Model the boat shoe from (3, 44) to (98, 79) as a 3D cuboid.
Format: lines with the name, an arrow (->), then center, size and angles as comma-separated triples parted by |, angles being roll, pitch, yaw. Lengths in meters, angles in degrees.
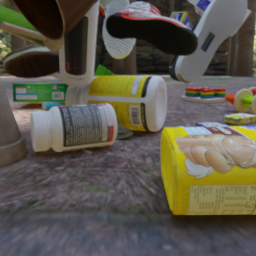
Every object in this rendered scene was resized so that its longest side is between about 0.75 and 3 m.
boat shoe -> -2.365, -2.272, 8.443 | 2.796, 1.032, 1.034 | -18, 62, -28

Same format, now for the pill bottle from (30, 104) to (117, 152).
pill bottle -> -1.266, -0.005, 6.487 | 1.821, 1.037, 1.037 | -6, 14, -25

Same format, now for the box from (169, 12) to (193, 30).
box -> 2.088, -3.421, 10.450 | 0.594, 0.647, 1.848 | 14, -17, 35

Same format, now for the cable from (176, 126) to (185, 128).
cable -> 1.782, 0.076, 8.014 | 0.812, 0.204, 0.395 | 2, 13, 10

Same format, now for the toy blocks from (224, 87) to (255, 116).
toy blocks -> 5.166, -1.212, 11.909 | 2.241, 0.977, 2.689 | -4, 14, -19

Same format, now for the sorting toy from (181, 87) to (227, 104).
sorting toy -> 4.267, -1.844, 15.277 | 1.957, 0.685, 1.969 | -9, 15, -34

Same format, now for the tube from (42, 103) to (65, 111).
tube -> -3.124, -0.983, 12.418 | 0.533, 0.347, 1.375 | 4, 9, 44

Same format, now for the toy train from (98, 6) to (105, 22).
toy train -> -0.965, -4.961, 11.868 | 0.559, 1.320, 0.764 | -24, 1, -15

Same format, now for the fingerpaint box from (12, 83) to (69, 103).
fingerpaint box -> -3.862, -1.621, 13.249 | 2.422, 0.888, 2.021 | 0, 4, 1

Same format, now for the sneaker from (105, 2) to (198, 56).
sneaker -> 0.571, -1.968, 5.355 | 1.828, 0.610, 0.980 | 20, 45, 21

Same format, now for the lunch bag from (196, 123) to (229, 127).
lunch bag -> 2.171, 0.132, 7.124 | 0.704, 0.513, 0.828 | -1, 5, -8

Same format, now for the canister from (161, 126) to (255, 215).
canister -> 1.784, 0.548, 4.127 | 2.466, 1.067, 1.831 | -1, 13, 1

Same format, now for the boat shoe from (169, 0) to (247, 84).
boat shoe -> 1.974, -2.372, 7.207 | 0.968, 2.820, 0.798 | 38, -6, -22

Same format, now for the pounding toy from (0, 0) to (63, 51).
pounding toy -> -2.441, -2.582, 6.512 | 2.025, 0.940, 1.563 | 29, 10, 41

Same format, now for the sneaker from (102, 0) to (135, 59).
sneaker -> -0.295, -3.298, 9.530 | 1.068, 2.946, 1.679 | -1, -23, -2

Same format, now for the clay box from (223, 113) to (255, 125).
clay box -> 3.788, -0.297, 9.517 | 1.075, 0.256, 0.618 | -9, 16, -33

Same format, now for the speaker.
speaker -> -1.307, -2.225, 7.201 | 0.979, 2.411, 0.979 | 6, 50, -7

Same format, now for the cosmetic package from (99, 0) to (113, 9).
cosmetic package -> -0.895, -4.218, 8.245 | 0.626, 1.189, 0.423 | -29, 32, 23

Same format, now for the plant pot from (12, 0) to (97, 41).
plant pot -> -1.028, -2.686, 4.813 | 1.734, 1.621, 1.621 | -45, 34, -22

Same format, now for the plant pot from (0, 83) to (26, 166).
plant pot -> -3.175, -0.135, 5.905 | 1.825, 1.583, 1.825 | -1, 12, 0

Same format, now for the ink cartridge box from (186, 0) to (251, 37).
ink cartridge box -> 2.714, -3.621, 8.484 | 1.782, 0.844, 0.331 | 37, -3, 3

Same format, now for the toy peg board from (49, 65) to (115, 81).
toy peg board -> -1.890, -2.381, 13.200 | 2.635, 1.294, 2.646 | 25, 3, 14

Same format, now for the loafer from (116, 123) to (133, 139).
loafer -> -0.464, 0.009, 7.745 | 1.303, 0.454, 0.490 | 8, 15, 31

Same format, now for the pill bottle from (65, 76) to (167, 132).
pill bottle -> -0.373, -0.785, 8.600 | 2.886, 1.623, 1.623 | 5, 14, 20
